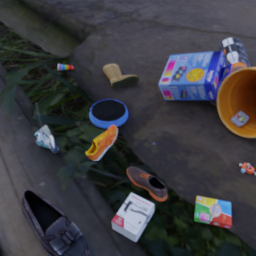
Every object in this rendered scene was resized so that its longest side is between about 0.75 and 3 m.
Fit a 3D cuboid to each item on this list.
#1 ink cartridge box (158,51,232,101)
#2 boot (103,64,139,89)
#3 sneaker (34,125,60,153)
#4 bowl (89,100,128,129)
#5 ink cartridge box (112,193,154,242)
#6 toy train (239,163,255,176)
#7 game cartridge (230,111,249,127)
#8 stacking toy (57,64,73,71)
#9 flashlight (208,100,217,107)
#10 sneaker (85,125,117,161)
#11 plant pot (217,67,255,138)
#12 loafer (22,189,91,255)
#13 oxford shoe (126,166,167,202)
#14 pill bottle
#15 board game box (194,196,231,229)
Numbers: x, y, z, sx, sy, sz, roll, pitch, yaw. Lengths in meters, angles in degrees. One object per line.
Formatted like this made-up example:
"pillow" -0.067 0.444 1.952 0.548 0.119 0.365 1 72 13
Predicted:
"ink cartridge box" 3.088 -2.297 12.453 2.939 1.122 2.005 5 58 31
"boot" -0.394 -2.773 14.366 1.504 0.568 1.718 -11 43 -12
"sneaker" -3.154 0.564 10.819 0.675 0.607 1.565 -30 42 -14
"bowl" -0.852 -0.660 12.226 1.696 0.333 1.696 0 42 0
"ink cartridge box" 0.166 2.674 8.477 0.842 0.489 1.167 22 47 22
"toy train" 4.700 1.308 10.064 1.291 0.359 0.969 -30 51 -28
"game cartridge" 4.657 -0.362 11.611 0.762 0.156 0.507 -36 71 -29
"stacking toy" -3.359 -3.236 15.069 0.829 0.354 0.354 1 42 -7
"flashlight" 3.615 -2.031 13.336 0.960 0.956 2.825 -45 44 8
"sneaker" -0.856 0.456 9.419 0.521 0.550 1.427 18 67 48
"plant pot" 5.440 -1.135 11.310 2.457 2.684 2.684 -13 42 -37
"loafer" -2.213 2.797 8.045 2.812 0.886 1.011 32 51 30
"oxford shoe" 0.639 1.717 9.419 1.714 0.622 0.610 31 51 29
"pill bottle" 5.480 -3.498 14.534 1.382 1.382 2.602 4 43 5
"board game box" 2.641 2.616 8.743 1.073 0.216 0.821 9 43 10
